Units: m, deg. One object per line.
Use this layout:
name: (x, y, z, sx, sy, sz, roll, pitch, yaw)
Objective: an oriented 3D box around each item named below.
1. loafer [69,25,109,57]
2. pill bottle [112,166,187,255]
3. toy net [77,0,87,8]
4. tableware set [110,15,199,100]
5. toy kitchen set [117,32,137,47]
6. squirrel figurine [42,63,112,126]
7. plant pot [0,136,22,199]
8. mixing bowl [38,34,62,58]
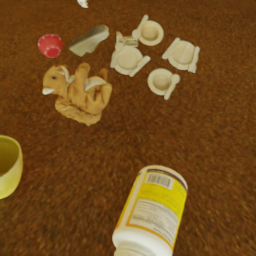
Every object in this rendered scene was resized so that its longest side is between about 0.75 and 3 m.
loafer: (-1.485, -3.459, 11.233, 1.958, 0.669, 0.741, -13, 49, 34)
pill bottle: (0.588, 2.578, 7.709, 1.588, 1.588, 2.907, 15, 47, 14)
toy net: (-1.871, -5.147, 11.136, 0.653, 0.240, 1.244, 25, 29, -29)
tableware set: (0.943, -2.422, 9.556, 2.810, 0.326, 2.348, 32, 77, 2)
toy kitchen set: (-0.025, -4.785, 15.573, 1.212, 1.096, 1.343, -4, 45, -5)
squirrel figurine: (-1.787, -1.067, 9.174, 2.015, 2.159, 1.528, 8, 37, -17)
plant pot: (-4.264, 1.449, 8.959, 2.016, 1.431, 2.016, -1, 43, 1)
mixing bowl: (-3.045, -3.162, 11.153, 0.980, 0.980, 0.531, -15, 63, -15)
